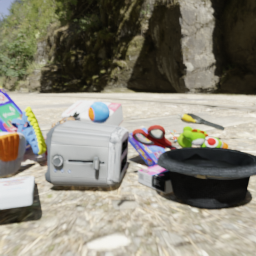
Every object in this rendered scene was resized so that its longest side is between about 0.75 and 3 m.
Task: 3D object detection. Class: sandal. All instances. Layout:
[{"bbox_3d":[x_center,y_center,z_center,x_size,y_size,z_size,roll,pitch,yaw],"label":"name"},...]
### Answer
[{"bbox_3d":[-2.913,0.167,8.207,0.724,0.661,1.663,-25,58,-12],"label":"sandal"},{"bbox_3d":[-3.491,0.582,6.579,0.860,1.150,3.001,15,3,12],"label":"sandal"}]

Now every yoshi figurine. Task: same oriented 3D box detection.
[{"bbox_3d":[2.018,0.464,7.903,1.552,0.869,0.872,30,14,-21],"label":"yoshi figurine"}]

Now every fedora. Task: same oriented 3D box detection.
[{"bbox_3d":[1.665,1.040,5.800,2.148,0.981,2.148,-1,10,0],"label":"fedora"}]

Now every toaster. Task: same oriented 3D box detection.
[{"bbox_3d":[-0.902,0.603,7.089,1.662,1.462,2.573,5,6,6],"label":"toaster"}]

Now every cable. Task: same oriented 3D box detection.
[{"bbox_3d":[3.171,-0.155,12.177,2.088,0.526,1.014,28,0,30],"label":"cable"}]

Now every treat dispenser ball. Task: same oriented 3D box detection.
[{"bbox_3d":[-1.001,-0.510,9.590,0.764,0.764,0.764,0,10,0],"label":"treat dispenser ball"}]

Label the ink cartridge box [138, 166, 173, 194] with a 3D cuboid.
[{"bbox_3d":[1.300,1.153,7.085,2.021,0.375,0.957,-5,10,-38],"label":"ink cartridge box"}]

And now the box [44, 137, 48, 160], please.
[{"bbox_3d":[-1.898,0.583,9.110,1.521,0.726,0.758,-1,10,-7],"label":"box"}]

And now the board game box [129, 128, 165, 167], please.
[{"bbox_3d":[0.579,0.569,8.235,1.161,0.260,0.780,49,36,16],"label":"board game box"}]

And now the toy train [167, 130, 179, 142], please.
[{"bbox_3d":[1.864,0.280,11.340,0.584,0.216,0.777,22,24,-40],"label":"toy train"}]

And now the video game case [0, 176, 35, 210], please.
[{"bbox_3d":[-3.018,1.288,5.360,2.320,0.275,2.112,-3,-1,-17],"label":"video game case"}]

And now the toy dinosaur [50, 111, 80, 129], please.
[{"bbox_3d":[-2.293,-0.040,9.961,1.916,0.979,1.300,4,12,42],"label":"toy dinosaur"}]

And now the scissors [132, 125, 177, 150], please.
[{"bbox_3d":[0.992,0.479,7.176,0.812,0.155,2.221,-24,-39,31],"label":"scissors"}]

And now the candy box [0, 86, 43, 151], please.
[{"bbox_3d":[-4.138,-0.216,9.038,0.908,2.358,1.994,-40,5,10],"label":"candy box"}]

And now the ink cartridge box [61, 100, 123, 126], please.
[{"bbox_3d":[-1.594,-0.459,12.797,2.282,0.945,1.672,7,34,23],"label":"ink cartridge box"}]
